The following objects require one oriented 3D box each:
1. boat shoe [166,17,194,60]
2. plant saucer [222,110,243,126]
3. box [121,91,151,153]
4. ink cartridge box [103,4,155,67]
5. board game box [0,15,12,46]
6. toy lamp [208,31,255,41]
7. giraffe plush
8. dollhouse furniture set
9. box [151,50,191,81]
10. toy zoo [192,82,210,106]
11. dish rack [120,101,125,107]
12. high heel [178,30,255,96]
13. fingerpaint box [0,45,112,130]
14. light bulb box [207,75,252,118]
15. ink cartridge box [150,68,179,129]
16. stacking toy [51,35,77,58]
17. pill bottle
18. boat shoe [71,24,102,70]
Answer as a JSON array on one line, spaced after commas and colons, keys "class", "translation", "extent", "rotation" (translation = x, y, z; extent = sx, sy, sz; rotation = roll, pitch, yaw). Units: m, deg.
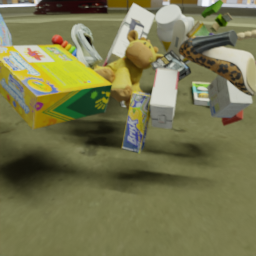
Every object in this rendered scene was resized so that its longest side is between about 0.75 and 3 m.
[{"class": "boat shoe", "translation": [2.332, -3.687, 12.466], "extent": [0.860, 2.510, 0.904], "rotation": [-26, 48, -30]}, {"class": "plant saucer", "translation": [3.502, -0.645, 9.529], "extent": [0.181, 0.982, 0.984], "rotation": [11, -16, -17]}, {"class": "box", "translation": [0.265, -0.156, 7.674], "extent": [0.559, 1.595, 0.513], "rotation": [14, 14, 12]}, {"class": "ink cartridge box", "translation": [-0.039, -3.750, 12.516], "extent": [1.144, 2.713, 1.964], "rotation": [25, -19, -13]}, {"class": "board game box", "translation": [-4.177, -2.626, 9.358], "extent": [0.399, 1.648, 2.179], "rotation": [-6, 2, -15]}, {"class": "toy lamp", "translation": [3.291, -2.569, 7.859], "extent": [1.949, 0.567, 0.567], "rotation": [-6, 27, 14]}, {"class": "giraffe plush", "translation": [0.172, -2.223, 10.331], "extent": [2.415, 2.270, 2.799], "rotation": [37, 14, -28]}, {"class": "dollhouse furniture set", "translation": [3.138, -3.821, 10.698], "extent": [1.614, 1.057, 0.810], "rotation": [-51, 17, -7]}, {"class": "box", "translation": [1.363, -1.920, 9.041], "extent": [0.849, 0.268, 1.077], "rotation": [-33, 56, 0]}, {"class": "toy zoo", "translation": [4.396, -1.712, 14.643], "extent": [1.965, 0.306, 2.995], "rotation": [4, 29, 6]}, {"class": "dish rack", "translation": [0.045, -1.369, 14.127], "extent": [0.883, 0.224, 1.029], "rotation": [-3, 30, -6]}, {"class": "high heel", "translation": [2.315, -1.535, 7.145], "extent": [1.537, 2.156, 0.770], "rotation": [6, 59, 48]}, {"class": "fingerpaint box", "translation": [-2.195, -1.263, 7.642], "extent": [2.255, 0.992, 2.703], "rotation": [-18, 46, -43]}, {"class": "light bulb box", "translation": [3.159, -1.058, 8.868], "extent": [0.740, 1.185, 1.175], "rotation": [2, 70, -12]}, {"class": "ink cartridge box", "translation": [0.989, -0.746, 7.653], "extent": [0.615, 1.486, 1.089], "rotation": [8, 70, 10]}, {"class": "stacking toy", "translation": [-2.551, -3.303, 12.162], "extent": [1.772, 0.757, 0.757], "rotation": [38, 21, -20]}, {"class": "pill bottle", "translation": [2.284, -4.422, 13.497], "extent": [1.545, 2.776, 1.545], "rotation": [-12, 59, 21]}, {"class": "boat shoe", "translation": [-1.525, -3.103, 10.478], "extent": [0.787, 0.904, 2.453], "rotation": [-28, 50, 15]}]
